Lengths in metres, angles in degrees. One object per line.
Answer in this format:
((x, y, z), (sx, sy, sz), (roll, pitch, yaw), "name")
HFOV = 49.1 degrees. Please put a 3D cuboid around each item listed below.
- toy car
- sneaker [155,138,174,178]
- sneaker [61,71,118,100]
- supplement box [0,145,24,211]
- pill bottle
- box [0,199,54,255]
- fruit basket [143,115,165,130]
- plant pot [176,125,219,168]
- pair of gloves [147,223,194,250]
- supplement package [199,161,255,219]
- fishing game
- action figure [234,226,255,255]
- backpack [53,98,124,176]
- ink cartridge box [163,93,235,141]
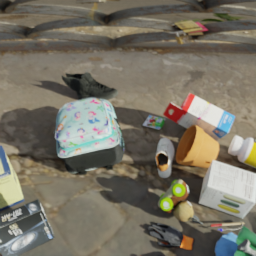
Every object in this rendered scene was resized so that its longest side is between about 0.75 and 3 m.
((1.779, 2.476, 8.869), (1.436, 1.180, 1.133), (41, 91, 9), "toy car")
((1.387, 0.936, 10.592), (0.661, 0.768, 1.815), (-8, 43, 13), "sneaker")
((-1.754, -1.971, 12.871), (2.507, 1.308, 0.753), (1, 34, 24), "sneaker")
((-4.586, 1.825, 9.061), (1.778, 1.776, 1.193), (-21, 49, -20), "supplement box")
((4.696, 0.959, 10.346), (1.773, 0.986, 0.986), (22, 49, 12), "pill bottle")
((-3.009, 2.921, 7.952), (1.469, 1.834, 0.399), (-20, 49, -20), "box")
((1.129, -0.271, 12.121), (0.786, 0.369, 0.728), (19, 49, 22), "fruit basket")
((2.603, 0.793, 10.362), (1.081, 1.545, 1.545), (23, 47, -6), "plant pot")
((1.126, 3.697, 8.339), (1.486, 0.206, 1.667), (15, 47, 14), "pair of gloves")
((3.280, 2.026, 9.248), (1.482, 1.125, 1.117), (18, 48, 11), "supplement package")
((3.285, 3.821, 8.144), (1.587, 0.345, 2.216), (-2, 45, -10), "fishing game")
((4.205, 4.024, 7.338), (2.898, 0.793, 1.712), (28, 63, 3), "action figure")
((-1.519, 0.072, 10.622), (2.462, 2.088, 2.774), (-13, 41, 3), "backpack")
((2.691, -0.461, 10.966), (2.392, 1.390, 0.804), (29, 71, 4), "ink cartridge box")
